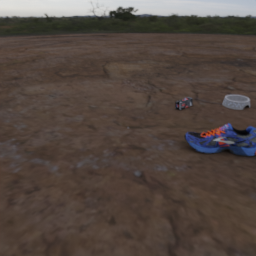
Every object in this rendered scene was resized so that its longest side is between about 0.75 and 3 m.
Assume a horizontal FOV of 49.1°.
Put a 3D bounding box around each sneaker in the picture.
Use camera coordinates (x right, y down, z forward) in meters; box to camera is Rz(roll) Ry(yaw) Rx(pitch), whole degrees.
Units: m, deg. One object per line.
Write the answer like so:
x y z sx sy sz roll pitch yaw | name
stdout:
3.027 0.279 9.068 2.378 0.933 0.896 3 23 5 | sneaker

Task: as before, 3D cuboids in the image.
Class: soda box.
2.566 -1.114 12.863 0.994 0.352 0.315 -23 26 -40 | soda box

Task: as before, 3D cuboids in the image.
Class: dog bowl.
5.079 -1.224 13.114 1.240 0.364 1.240 0 25 0 | dog bowl
